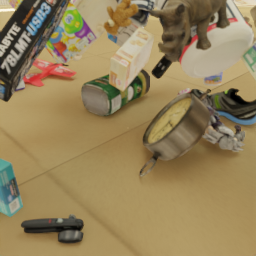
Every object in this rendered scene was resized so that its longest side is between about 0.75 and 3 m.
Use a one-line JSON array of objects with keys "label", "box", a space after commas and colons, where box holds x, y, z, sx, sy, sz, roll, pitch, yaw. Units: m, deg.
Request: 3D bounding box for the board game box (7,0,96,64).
[{"label": "board game box", "box": [-2.116, -3.041, 7.728, 1.170, 2.231, 1.149, -44, 25, -12]}]

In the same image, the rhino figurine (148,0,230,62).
[{"label": "rhino figurine", "box": [1.070, -1.936, 4.716, 0.783, 1.146, 2.620, 11, 43, 33]}]

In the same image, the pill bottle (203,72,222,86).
[{"label": "pill bottle", "box": [2.572, -1.794, 8.453, 0.534, 0.952, 0.534, -3, 24, 1]}]

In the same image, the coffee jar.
[{"label": "coffee jar", "box": [-0.361, -1.455, 10.379, 1.387, 1.135, 2.659, 19, 34, 31]}]

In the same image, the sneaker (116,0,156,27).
[{"label": "sneaker", "box": [0.881, -3.976, 8.449, 2.656, 1.441, 0.931, -14, -11, -11]}]

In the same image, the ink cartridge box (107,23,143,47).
[{"label": "ink cartridge box", "box": [-0.117, -4.008, 11.434, 0.911, 1.248, 0.526, 25, 43, -33]}]

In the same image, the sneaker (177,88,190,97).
[{"label": "sneaker", "box": [2.156, -1.326, 10.939, 0.401, 0.370, 0.910, 15, 32, 21]}]

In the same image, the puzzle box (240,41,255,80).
[{"label": "puzzle box", "box": [3.210, -1.485, 5.149, 0.364, 1.903, 2.860, 33, 31, -13]}]

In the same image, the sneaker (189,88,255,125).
[{"label": "sneaker", "box": [3.270, -0.944, 9.587, 2.492, 1.033, 0.884, 25, 36, 36]}]

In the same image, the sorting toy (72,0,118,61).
[{"label": "sorting toy", "box": [-1.234, -4.249, 10.365, 2.866, 1.531, 2.580, -38, 18, 22]}]

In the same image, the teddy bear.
[{"label": "teddy bear", "box": [-0.217, -2.914, 7.282, 1.036, 0.751, 0.346, -28, 9, 8]}]

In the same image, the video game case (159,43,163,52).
[{"label": "video game case", "box": [1.709, -3.241, 11.041, 0.749, 0.148, 0.827, 15, 55, 21]}]

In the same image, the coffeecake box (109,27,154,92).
[{"label": "coffeecake box", "box": [0.084, -1.939, 7.990, 0.529, 1.111, 1.447, 32, 63, 10]}]

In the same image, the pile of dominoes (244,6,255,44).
[{"label": "pile of dominoes", "box": [3.757, -2.581, 7.574, 0.303, 1.482, 1.902, 10, 60, -27]}]

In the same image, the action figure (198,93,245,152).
[{"label": "action figure", "box": [2.542, -0.102, 8.061, 1.493, 0.796, 2.294, 32, 21, -23]}]

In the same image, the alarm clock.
[{"label": "alarm clock", "box": [1.104, 0.202, 7.202, 2.669, 0.889, 1.800, -50, 13, -20]}]

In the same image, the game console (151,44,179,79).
[{"label": "game console", "box": [1.210, -2.192, 8.838, 0.787, 1.334, 0.161, 36, 6, -23]}]

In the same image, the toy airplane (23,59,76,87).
[{"label": "toy airplane", "box": [-3.784, -2.551, 12.963, 2.674, 0.492, 2.674, 5, 33, -4]}]

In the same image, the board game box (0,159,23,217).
[{"label": "board game box", "box": [-3.006, 1.069, 5.901, 1.551, 1.171, 0.364, 15, 33, 25]}]

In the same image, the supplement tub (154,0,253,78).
[{"label": "supplement tub", "box": [1.823, -2.762, 7.198, 1.791, 1.791, 2.552, -12, 68, -20]}]

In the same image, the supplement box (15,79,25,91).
[{"label": "supplement box", "box": [-5.381, -2.309, 12.012, 1.019, 1.041, 2.014, -24, 35, -33]}]

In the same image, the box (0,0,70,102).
[{"label": "box", "box": [-1.853, -1.686, 5.250, 0.572, 2.283, 2.300, 31, -14, -20]}]

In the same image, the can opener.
[{"label": "can opener", "box": [-1.430, 1.863, 5.305, 1.217, 0.386, 0.478, 3, 31, 5]}]
